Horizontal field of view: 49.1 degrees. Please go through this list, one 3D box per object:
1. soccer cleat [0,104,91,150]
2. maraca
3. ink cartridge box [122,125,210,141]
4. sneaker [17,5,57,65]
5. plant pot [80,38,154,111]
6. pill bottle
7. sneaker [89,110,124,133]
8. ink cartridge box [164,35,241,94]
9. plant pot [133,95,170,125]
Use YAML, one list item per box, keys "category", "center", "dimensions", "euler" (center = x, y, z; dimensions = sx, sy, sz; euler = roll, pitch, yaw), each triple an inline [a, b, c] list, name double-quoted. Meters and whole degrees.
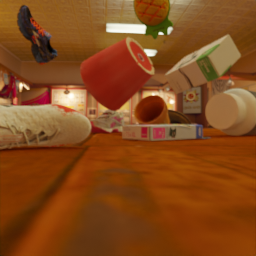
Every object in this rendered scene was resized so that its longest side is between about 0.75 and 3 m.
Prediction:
- category: "soccer cleat"
  center: [-1.633, 0.007, 4.098]
  dimensions: [2.158, 0.741, 0.919]
  euler: [8, 22, -11]
- category: "maraca"
  center: [0.588, -2.717, 6.525]
  dimensions: [0.841, 1.227, 0.656]
  euler: [-15, 17, 17]
- category: "ink cartridge box"
  center: [1.020, 0.108, 7.347]
  dimensions: [2.062, 0.433, 1.231]
  euler: [2, 0, -32]
- category: "sneaker"
  center: [-3.277, -3.423, 10.276]
  dimensions: [0.859, 2.191, 0.825]
  euler: [-10, 41, 12]
- category: "plant pot"
  center: [-0.350, -2.572, 12.846]
  dimensions: [2.488, 2.812, 2.812]
  euler: [-32, -15, 26]
- category: "pill bottle"
  center: [4.090, -0.542, 10.034]
  dimensions: [2.959, 1.638, 1.638]
  euler: [-1, 1, -42]
- category: "sneaker"
  center: [-1.129, -0.365, 14.491]
  dimensions: [1.139, 1.235, 2.799]
  euler: [0, 0, 28]
- category: "ink cartridge box"
  center: [2.436, -2.070, 9.431]
  dimensions: [1.488, 0.857, 2.039]
  euler: [-43, 14, -31]
- category: "plant pot"
  center: [1.005, -0.411, 10.572]
  dimensions: [1.251, 1.251, 1.146]
  euler: [0, -30, 31]
